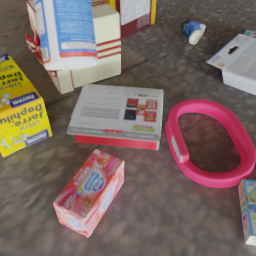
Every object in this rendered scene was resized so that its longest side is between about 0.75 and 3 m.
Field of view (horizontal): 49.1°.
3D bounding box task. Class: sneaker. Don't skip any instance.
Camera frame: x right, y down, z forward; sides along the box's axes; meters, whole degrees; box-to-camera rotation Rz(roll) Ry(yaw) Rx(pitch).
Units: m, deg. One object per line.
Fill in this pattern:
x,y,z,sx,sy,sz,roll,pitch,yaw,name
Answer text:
2.596,-4.070,11.809,0.921,0.636,1.656,24,45,15,sneaker

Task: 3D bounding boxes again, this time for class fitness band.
2.154,0.301,7.561,2.061,0.537,2.869,-3,46,-7,fitness band

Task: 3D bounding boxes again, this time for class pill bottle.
-1.135,-2.004,5.084,1.007,1.794,1.007,-5,8,1,pill bottle

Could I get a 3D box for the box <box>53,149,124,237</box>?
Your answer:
-0.790,1.395,6.191,0.777,0.842,1.642,20,47,19,box

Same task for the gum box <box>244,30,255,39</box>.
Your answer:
5.357,-3.753,11.806,0.998,0.222,0.848,23,49,21,gum box

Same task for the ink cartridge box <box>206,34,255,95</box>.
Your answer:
4.674,-2.225,9.995,2.910,0.591,2.904,31,52,27,ink cartridge box

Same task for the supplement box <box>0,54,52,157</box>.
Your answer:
-3.440,-0.728,7.885,1.427,1.436,2.623,-27,51,-25,supplement box

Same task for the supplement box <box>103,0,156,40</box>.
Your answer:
-0.709,-5.503,12.371,2.803,1.887,2.842,34,54,30,supplement box

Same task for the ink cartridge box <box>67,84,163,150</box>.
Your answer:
-0.273,-0.165,7.646,2.327,0.976,2.043,5,45,5,ink cartridge box

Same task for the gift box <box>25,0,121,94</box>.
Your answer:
-1.977,-3.134,9.415,2.655,2.843,2.623,-22,44,-19,gift box

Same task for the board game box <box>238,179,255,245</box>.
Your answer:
3.552,1.906,6.004,2.097,0.359,1.410,7,45,7,board game box
